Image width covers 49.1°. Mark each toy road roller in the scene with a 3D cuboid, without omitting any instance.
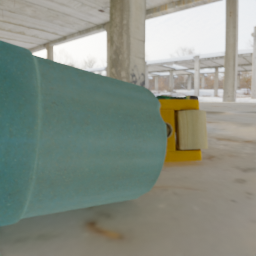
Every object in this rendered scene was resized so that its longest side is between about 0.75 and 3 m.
[{"bbox_3d":[0.575,0.103,6.058,1.991,1.224,1.454,-1,-5,-5],"label":"toy road roller"}]

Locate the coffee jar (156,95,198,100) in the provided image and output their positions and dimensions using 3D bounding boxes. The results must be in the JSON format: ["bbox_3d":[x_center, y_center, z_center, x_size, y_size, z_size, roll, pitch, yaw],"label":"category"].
[{"bbox_3d":[2.909,-1.293,16.710,2.541,1.325,1.084,1,9,19],"label":"coffee jar"}]

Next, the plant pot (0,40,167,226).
[{"bbox_3d":[-0.781,0.121,3.323,2.027,2.069,2.069,6,3,-30],"label":"plant pot"}]
